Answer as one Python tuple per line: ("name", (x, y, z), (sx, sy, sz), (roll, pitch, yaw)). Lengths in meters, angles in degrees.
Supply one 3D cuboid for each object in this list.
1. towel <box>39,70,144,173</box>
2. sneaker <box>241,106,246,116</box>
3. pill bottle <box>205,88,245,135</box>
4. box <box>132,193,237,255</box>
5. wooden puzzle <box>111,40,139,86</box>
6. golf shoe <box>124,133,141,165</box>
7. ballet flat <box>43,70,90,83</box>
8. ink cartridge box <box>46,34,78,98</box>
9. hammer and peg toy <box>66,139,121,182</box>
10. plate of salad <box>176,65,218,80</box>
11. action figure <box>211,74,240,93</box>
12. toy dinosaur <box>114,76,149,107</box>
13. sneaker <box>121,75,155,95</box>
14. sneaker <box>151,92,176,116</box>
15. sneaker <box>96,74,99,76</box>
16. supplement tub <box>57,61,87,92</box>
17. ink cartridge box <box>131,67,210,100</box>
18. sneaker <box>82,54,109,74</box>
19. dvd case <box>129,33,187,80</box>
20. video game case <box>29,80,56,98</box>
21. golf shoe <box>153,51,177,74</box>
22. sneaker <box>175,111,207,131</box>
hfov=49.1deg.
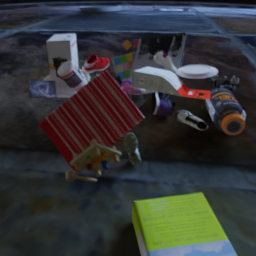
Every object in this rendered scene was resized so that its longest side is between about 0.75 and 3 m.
("towel", (-1.116, -0.179, 8.374), (2.668, 1.930, 0.300), (-39, -3, 1))
("sneaker", (4.706, -0.787, 11.639), (0.257, 0.350, 0.774), (0, 31, -2))
("pill bottle", (3.678, -0.593, 10.560), (1.139, 1.139, 2.144), (0, 32, 1))
("box", (1.200, 2.613, 5.621), (1.770, 0.692, 2.904), (-5, 31, -9))
("wooden puzzle", (0.180, -2.441, 12.095), (1.557, 2.625, 0.184), (-23, 17, -24))
("golf shoe", (0.093, 0.584, 8.620), (0.431, 1.101, 0.535), (-12, 27, -2))
("ballet flat", (-3.193, -2.689, 14.394), (2.448, 0.878, 0.878), (-5, 31, -7))
("ink cartridge box", (-2.525, -2.501, 11.144), (0.905, 2.185, 1.592), (-1, 27, -2))
("hammer and peg toy", (-0.943, 0.893, 7.197), (1.009, 1.372, 0.484), (25, 36, -44))
("plate of salad", (2.043, -1.631, 8.377), (1.227, 0.295, 1.227), (-4, 30, 2))
("action figure", (4.464, -1.945, 12.900), (1.271, 1.091, 2.138), (3, 31, 26))
("toy dinosaur", (-0.002, -1.282, 11.274), (2.681, 1.032, 1.371), (6, 62, -34))
("sneaker", (0.304, -1.548, 9.443), (0.760, 0.835, 1.890), (-4, 4, 28))
("sneaker", (1.521, -1.125, 11.994), (0.947, 0.819, 2.164), (13, 36, -4))
("sneaker", (-1.169, -1.649, 10.890), (0.503, 0.376, 1.121), (10, 63, 12))
("supplement tub", (-1.851, -1.711, 9.374), (0.648, 0.923, 0.648), (-17, 48, 20))
("ink cartridge box", (1.238, -1.236, 7.550), (1.985, 0.469, 1.589), (12, 18, 14))
("sneaker", (-1.303, -2.936, 12.457), (1.455, 0.840, 0.570), (-35, 84, -34))
("dvd case", (1.145, -2.574, 10.967), (1.965, 0.323, 2.615), (5, 67, 23))
("video game case", (-2.647, -1.199, 8.686), (0.793, 0.567, 0.075), (-3, -15, -23))
("golf shoe", (1.406, -2.322, 9.958), (1.046, 0.479, 0.394), (29, 39, -23))
("sneaker", (2.332, -0.278, 10.175), (1.269, 0.468, 0.508), (22, 6, -2))
